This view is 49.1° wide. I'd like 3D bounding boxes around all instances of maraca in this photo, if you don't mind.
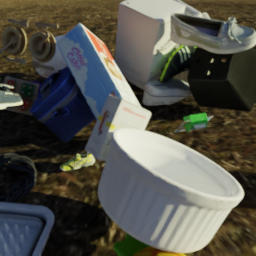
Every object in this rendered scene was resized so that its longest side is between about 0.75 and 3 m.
[{"bbox_3d":[0.472,2.275,4.183,1.368,1.068,1.996,1,26,-16],"label":"maraca"}]

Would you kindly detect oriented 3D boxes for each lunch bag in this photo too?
[{"bbox_3d":[-1.872,-0.881,8.401,1.637,1.594,2.410,-37,24,19],"label":"lunch bag"}]

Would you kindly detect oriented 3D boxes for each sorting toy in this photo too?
[{"bbox_3d":[-3.634,-1.046,9.485,2.315,1.116,0.392,13,7,-10],"label":"sorting toy"}]

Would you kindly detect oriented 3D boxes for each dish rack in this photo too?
[{"bbox_3d":[-2.620,2.370,4.467,2.372,0.602,2.763,2,31,6],"label":"dish rack"}]

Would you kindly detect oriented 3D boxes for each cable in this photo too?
[{"bbox_3d":[-2.899,1.277,6.571,1.465,0.456,1.795,-5,32,-23],"label":"cable"}]

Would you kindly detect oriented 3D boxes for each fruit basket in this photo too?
[{"bbox_3d":[1.760,-0.059,7.560,0.830,0.896,0.420,-9,67,-13],"label":"fruit basket"}]

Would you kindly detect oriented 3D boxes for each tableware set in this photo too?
[{"bbox_3d":[-3.070,-2.521,8.374,2.050,1.355,0.411,16,16,22],"label":"tableware set"}]

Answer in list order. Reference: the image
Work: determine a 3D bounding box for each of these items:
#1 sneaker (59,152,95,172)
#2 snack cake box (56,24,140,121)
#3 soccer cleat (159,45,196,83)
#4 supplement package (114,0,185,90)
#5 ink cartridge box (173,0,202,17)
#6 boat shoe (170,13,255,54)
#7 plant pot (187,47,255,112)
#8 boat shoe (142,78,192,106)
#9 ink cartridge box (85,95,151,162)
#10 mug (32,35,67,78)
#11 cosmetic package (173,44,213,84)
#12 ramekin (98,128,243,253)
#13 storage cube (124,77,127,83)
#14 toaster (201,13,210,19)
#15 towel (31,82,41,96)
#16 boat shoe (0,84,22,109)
[{"bbox_3d":[-1.319,0.849,7.123,0.898,0.343,0.339,-18,29,-7],"label":"sneaker"},{"bbox_3d":[-0.713,-1.301,7.732,0.907,2.700,1.553,-33,-13,16],"label":"snack cake box"},{"bbox_3d":[1.951,-2.371,10.098,0.972,0.810,2.398,34,60,5],"label":"soccer cleat"},{"bbox_3d":[0.666,-3.104,10.099,1.649,2.811,1.644,34,54,21],"label":"supplement package"},{"bbox_3d":[2.213,-3.912,10.560,1.640,0.510,2.038,46,9,29],"label":"ink cartridge box"},{"bbox_3d":[2.395,-2.788,8.070,2.517,0.807,0.928,19,60,24],"label":"boat shoe"},{"bbox_3d":[3.086,-1.830,9.260,2.000,1.995,1.774,12,-8,41],"label":"plant pot"},{"bbox_3d":[1.438,-1.274,10.330,2.463,0.822,0.906,-4,43,-39],"label":"boat shoe"},{"bbox_3d":[-0.198,0.067,5.889,0.928,1.279,0.533,21,5,-43],"label":"ink cartridge box"},{"bbox_3d":[-2.600,-2.581,10.335,1.822,1.534,2.078,-24,29,-37],"label":"mug"},{"bbox_3d":[2.743,-2.683,12.215,1.216,1.441,2.787,-7,32,-11],"label":"cosmetic package"},{"bbox_3d":[0.609,0.991,4.785,2.303,1.123,2.303,21,14,-6],"label":"ramekin"},{"bbox_3d":[-0.609,-1.655,10.636,0.857,0.733,0.771,41,46,21],"label":"storage cube"},{"bbox_3d":[2.794,-3.959,10.850,1.125,0.727,0.639,-35,12,-37],"label":"toaster"},{"bbox_3d":[-3.959,-1.393,11.105,1.181,0.396,1.599,-5,30,-22],"label":"towel"},{"bbox_3d":[-2.240,-0.547,4.857,0.497,0.411,1.328,-4,11,6],"label":"boat shoe"}]
